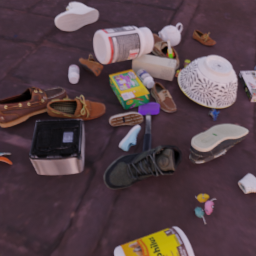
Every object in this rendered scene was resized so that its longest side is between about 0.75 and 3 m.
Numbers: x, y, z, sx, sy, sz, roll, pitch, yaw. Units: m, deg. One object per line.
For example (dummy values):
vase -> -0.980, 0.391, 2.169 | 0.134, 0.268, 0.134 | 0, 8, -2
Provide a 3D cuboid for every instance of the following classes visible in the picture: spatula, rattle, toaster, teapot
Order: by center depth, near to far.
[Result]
rattle -> -4.772, 0.800, 8.925 | 1.743, 1.245, 1.135 | -4, 29, 4
toaster -> -2.227, 0.647, 9.106 | 1.623, 1.065, 1.795 | -3, 48, -3
spatula -> 0.729, 0.011, 10.171 | 0.828, 0.301, 2.930 | -3, 49, 10
teapot -> 2.117, -4.710, 14.029 | 1.150, 0.851, 1.165 | 6, 48, 5

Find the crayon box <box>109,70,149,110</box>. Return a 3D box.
crayon box -> 0.017, -1.597, 11.433 | 1.066, 0.523, 1.795 | -17, 48, -15

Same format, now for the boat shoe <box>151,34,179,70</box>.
boat shoe -> 1.658, -3.624, 12.832 | 0.838, 0.794, 2.213 | -29, 65, -13

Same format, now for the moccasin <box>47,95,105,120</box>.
moccasin -> -1.877, -0.748, 10.285 | 2.121, 0.819, 0.776 | 7, 77, -15

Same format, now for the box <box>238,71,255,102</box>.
box -> 5.357, -1.765, 11.774 | 0.916, 0.289, 1.665 | -1, 48, -1

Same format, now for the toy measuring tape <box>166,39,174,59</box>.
toy measuring tape -> 1.873, -3.440, 12.594 | 0.371, 0.371, 1.009 | -6, 84, -5

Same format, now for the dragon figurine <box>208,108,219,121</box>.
dragon figurine -> 3.344, -0.554, 10.727 | 0.391, 0.232, 0.787 | 31, 48, 24

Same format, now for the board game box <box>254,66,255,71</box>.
board game box -> 6.434, -2.492, 12.380 | 1.160, 0.358, 1.159 | -14, 49, -12

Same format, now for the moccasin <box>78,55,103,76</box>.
moccasin -> -1.642, -2.777, 12.243 | 0.650, 0.616, 1.685 | -46, 36, -8

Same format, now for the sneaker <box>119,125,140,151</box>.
sneaker -> 0.155, 0.391, 9.740 | 0.422, 0.381, 1.029 | 37, 82, 21

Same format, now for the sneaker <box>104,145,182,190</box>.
sneaker -> 0.505, 1.115, 8.387 | 2.533, 1.451, 0.968 | -16, 83, -14

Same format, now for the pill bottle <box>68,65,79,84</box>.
pill bottle -> -2.360, -2.315, 12.160 | 0.448, 0.448, 0.791 | -4, 48, -4

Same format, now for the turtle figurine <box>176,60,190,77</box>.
turtle figurine -> 2.881, -2.409, 12.192 | 1.661, 0.535, 1.339 | 0, 42, 7

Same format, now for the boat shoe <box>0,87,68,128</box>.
boat shoe -> -3.565, -1.013, 10.470 | 2.813, 0.989, 0.990 | -31, 36, -33

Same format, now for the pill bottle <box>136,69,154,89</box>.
pill bottle -> 0.743, -2.069, 11.919 | 0.481, 0.481, 0.867 | -21, 52, -18

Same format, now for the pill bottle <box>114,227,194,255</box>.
pill bottle -> 0.436, 3.258, 6.716 | 2.121, 1.158, 1.158 | -15, 50, -13

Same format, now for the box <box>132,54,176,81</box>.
box -> 1.131, -2.683, 12.296 | 1.849, 0.760, 0.632 | 15, 51, 12

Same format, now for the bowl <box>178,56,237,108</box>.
bowl -> 3.366, -2.092, 11.188 | 2.510, 1.178, 2.510 | 7, 49, -8

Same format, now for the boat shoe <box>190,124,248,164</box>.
boat shoe -> 3.053, 0.496, 9.465 | 2.514, 0.850, 0.903 | -19, 35, -30

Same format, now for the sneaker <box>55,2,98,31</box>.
sneaker -> -3.109, -6.098, 15.280 | 2.642, 0.973, 1.527 | -29, 52, -35

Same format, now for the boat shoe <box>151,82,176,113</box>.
boat shoe -> 1.383, -1.227, 11.107 | 0.598, 0.567, 1.579 | -22, 52, -19

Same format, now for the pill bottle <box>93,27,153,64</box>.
pill bottle -> -0.166, -3.403, 11.389 | 2.236, 1.296, 1.296 | -17, 50, -27

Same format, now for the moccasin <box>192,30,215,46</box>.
moccasin -> 3.842, -4.552, 14.114 | 0.484, 0.511, 1.323 | -26, 53, -22

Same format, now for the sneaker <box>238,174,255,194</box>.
sneaker -> 3.847, 1.903, 8.482 | 0.597, 0.381, 1.033 | -27, 44, -20

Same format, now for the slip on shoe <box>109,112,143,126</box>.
slip on shoe -> -0.091, -0.322, 10.428 | 1.276, 0.485, 0.387 | -11, 17, -13

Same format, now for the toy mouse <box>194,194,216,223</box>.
toy mouse -> 2.112, 2.267, 7.906 | 0.185, 0.958, 0.852 | 21, 61, -19
